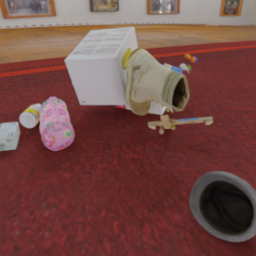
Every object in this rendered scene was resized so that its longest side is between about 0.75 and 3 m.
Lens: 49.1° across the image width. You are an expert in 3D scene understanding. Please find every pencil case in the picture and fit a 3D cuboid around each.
[{"bbox_3d":[-2.572,-0.226,9.883,1.108,1.108,2.533,-7,28,-15],"label":"pencil case"}]

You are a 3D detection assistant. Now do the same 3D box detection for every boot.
[{"bbox_3d":[0.955,-1.064,9.453,1.006,2.791,2.158,-35,56,-25],"label":"boot"}]

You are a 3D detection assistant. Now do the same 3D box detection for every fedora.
[{"bbox_3d":[2.189,1.688,6.072,1.538,1.360,0.694,22,4,43],"label":"fedora"}]

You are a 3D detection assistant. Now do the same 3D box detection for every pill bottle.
[{"bbox_3d":[-3.693,-0.506,10.915,0.647,0.647,1.155,2,26,5],"label":"pill bottle"}]

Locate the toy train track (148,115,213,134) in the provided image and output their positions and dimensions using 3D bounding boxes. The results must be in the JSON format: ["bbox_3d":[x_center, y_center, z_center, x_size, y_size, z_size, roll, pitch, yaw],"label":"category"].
[{"bbox_3d":[1.803,-0.087,9.768,2.216,1.271,0.361,-5,69,13],"label":"toy train track"}]

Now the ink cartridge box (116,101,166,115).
[{"bbox_3d":[0.730,-1.427,12.350,2.156,0.899,1.566,12,34,19],"label":"ink cartridge box"}]

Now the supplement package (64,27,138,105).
[{"bbox_3d":[-0.847,-2.516,11.402,2.048,2.063,2.719,2,41,18],"label":"supplement package"}]

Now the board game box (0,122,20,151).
[{"bbox_3d":[-4.549,0.318,9.411,1.563,0.502,1.153,-4,26,-12],"label":"board game box"}]

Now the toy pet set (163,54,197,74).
[{"bbox_3d":[2.478,-2.485,13.386,1.839,1.970,1.046,6,38,-43],"label":"toy pet set"}]
